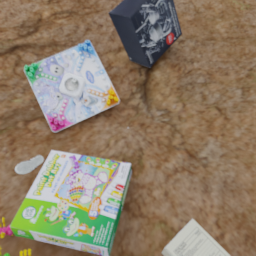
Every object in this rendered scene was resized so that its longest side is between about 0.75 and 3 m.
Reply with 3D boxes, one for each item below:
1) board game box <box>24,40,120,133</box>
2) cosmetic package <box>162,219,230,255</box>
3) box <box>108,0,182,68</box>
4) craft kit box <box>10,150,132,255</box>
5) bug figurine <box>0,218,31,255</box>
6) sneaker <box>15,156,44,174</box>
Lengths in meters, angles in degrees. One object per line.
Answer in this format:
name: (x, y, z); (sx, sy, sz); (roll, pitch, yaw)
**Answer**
board game box: (-2.230, -1.715, 11.073); (2.927, 0.379, 2.926); (-25, 83, -9)
cosmetic package: (2.259, 3.999, 7.882); (1.273, 1.074, 2.463); (-36, 65, -20)
box: (0.840, -4.417, 11.980); (2.377, 2.611, 1.359); (-47, 49, -13)
craft kit box: (-1.620, 2.193, 8.861); (2.935, 0.721, 2.972); (6, 45, 11)
bug figurine: (-3.358, 3.455, 8.463); (1.638, 0.543, 2.112); (-6, 47, -10)
sneaker: (-3.301, 1.278, 9.274); (1.035, 0.411, 0.406); (-27, 84, -49)
